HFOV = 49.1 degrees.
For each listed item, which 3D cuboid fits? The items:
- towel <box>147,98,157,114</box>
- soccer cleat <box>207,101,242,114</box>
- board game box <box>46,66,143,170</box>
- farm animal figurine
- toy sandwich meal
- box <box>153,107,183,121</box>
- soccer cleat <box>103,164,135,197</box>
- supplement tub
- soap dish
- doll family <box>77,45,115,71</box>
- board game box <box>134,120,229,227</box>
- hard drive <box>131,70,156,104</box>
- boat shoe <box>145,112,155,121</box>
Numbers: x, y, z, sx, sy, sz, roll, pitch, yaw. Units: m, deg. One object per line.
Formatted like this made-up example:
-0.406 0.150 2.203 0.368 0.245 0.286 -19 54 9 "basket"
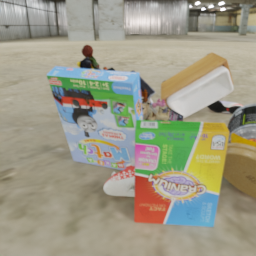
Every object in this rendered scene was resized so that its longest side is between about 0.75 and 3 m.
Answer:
0.893 -1.163 11.518 0.145 0.893 1.216 -25 56 13 "towel"
4.161 -0.910 12.029 1.558 0.531 0.570 12 24 16 "soccer cleat"
-0.669 -0.114 7.020 2.112 2.792 0.511 8 42 19 "board game box"
0.478 -0.484 7.682 1.148 0.605 1.161 -20 52 -41 "farm animal figurine"
2.724 0.807 5.683 1.965 1.965 0.673 21 61 41 "toy sandwich meal"
1.073 0.087 8.136 0.641 0.738 1.118 28 56 -20 "box"
0.566 1.289 6.247 2.211 0.759 0.942 -8 42 -7 "soccer cleat"
3.306 0.419 7.294 1.546 1.546 2.523 9 25 22 "supplement tub"
2.552 -1.520 10.470 2.536 1.995 1.030 -31 61 15 "soap dish"
-0.800 -1.467 8.871 2.984 1.725 1.171 40 78 26 "doll family"
0.928 0.912 5.361 1.622 2.120 0.427 1 25 5 "board game box"
-0.059 -1.142 10.537 1.948 1.314 0.412 -35 20 38 "hard drive"
0.825 -0.239 10.678 0.379 0.380 1.054 -25 26 22 "boat shoe"
